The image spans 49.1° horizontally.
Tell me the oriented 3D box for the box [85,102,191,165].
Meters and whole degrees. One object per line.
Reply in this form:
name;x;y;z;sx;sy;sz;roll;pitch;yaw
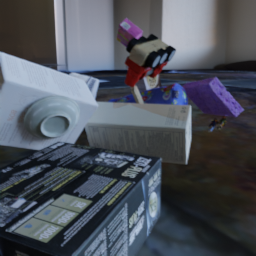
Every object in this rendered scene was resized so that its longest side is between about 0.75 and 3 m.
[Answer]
box;0.285;0.097;7.347;2.601;1.235;1.011;5;40;17

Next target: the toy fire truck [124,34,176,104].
toy fire truck;0.563;-1.694;8.905;1.299;2.018;1.777;37;36;13

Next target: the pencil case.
pencil case;0.614;-0.685;9.912;2.979;1.162;1.294;-10;45;31

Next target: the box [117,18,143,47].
box;0.041;-3.716;11.266;0.856;0.470;0.973;40;-18;5

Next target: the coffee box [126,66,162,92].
coffee box;0.652;-1.839;10.652;0.704;1.764;0.997;7;37;39

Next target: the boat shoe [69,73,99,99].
boat shoe;-1.519;-0.787;8.200;0.912;0.926;2.612;24;-21;-5

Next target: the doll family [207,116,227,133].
doll family;2.832;-0.133;8.922;0.860;0.338;0.497;-10;41;56

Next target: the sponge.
sponge;3.130;-1.163;10.886;0.422;1.578;2.829;-45;10;-2

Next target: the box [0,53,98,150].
box;-2.000;-0.437;6.139;2.040;1.553;1.085;14;32;-40

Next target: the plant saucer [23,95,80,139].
plant saucer;-1.498;-0.124;5.663;1.146;1.146;0.288;-8;45;-26

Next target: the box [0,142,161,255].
box;-0.951;1.240;4.151;2.218;1.166;2.708;6;16;23
